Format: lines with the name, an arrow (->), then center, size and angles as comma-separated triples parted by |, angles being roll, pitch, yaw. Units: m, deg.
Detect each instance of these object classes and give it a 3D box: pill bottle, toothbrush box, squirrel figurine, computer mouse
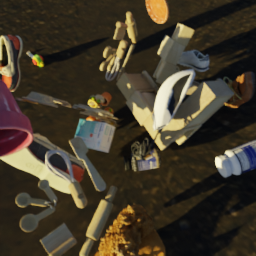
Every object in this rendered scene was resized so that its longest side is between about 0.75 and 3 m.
pill bottle -> 0.383, 0.907, 7.778 | 0.973, 0.544, 0.544 | -10, 61, -4
toothbrush box -> -0.960, 0.216, 7.845 | 1.035, 0.441, 0.758 | 10, 80, 36
squirrel figurine -> -0.223, 2.575, 5.998 | 1.736, 1.860, 1.316 | -29, 53, -23
computer mouse -> 0.720, -0.360, 6.217 | 0.506, 1.266, 2.308 | 29, 87, -2
pill bottle -> 2.885, 0.811, 7.171 | 1.154, 0.668, 0.668 | -20, 62, -5

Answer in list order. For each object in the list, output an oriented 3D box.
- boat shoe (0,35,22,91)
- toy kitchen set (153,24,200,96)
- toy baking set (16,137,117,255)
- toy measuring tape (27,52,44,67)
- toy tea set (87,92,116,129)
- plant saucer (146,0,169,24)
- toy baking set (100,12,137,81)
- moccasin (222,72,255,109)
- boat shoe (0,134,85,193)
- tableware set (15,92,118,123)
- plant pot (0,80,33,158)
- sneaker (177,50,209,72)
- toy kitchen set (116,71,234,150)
boat shoe -> -3.653, -1.928, 8.518 | 0.633, 1.777, 0.556 | 28, 27, 19
toy kitchen set -> 1.593, -1.896, 7.822 | 1.396, 1.547, 1.262 | 20, 22, -13
toy baking set -> -1.049, 1.257, 5.210 | 1.658, 0.251, 2.161 | 32, 64, -4
toy measuring tape -> -3.343, -2.530, 10.032 | 0.366, 0.366, 0.994 | -40, 68, -20
toy tea set -> -0.864, -0.406, 8.187 | 0.895, 1.505, 0.557 | 18, 50, 20
plant saucer -> 0.739, -2.999, 6.933 | 0.128, 0.796, 0.796 | -33, 66, -20
toy baking set -> -0.263, -2.274, 8.252 | 0.264, 2.271, 1.743 | 33, 88, 13
moccasin -> 3.111, -1.086, 8.155 | 0.765, 1.982, 0.725 | 4, 83, 3
boat shoe -> -2.346, 0.626, 7.193 | 2.788, 0.992, 0.872 | 36, 41, -16
tableware set -> -1.506, -0.521, 7.343 | 2.599, 2.171, 0.302 | 15, 91, 2
plant pot -> -2.877, -0.228, 5.804 | 1.512, 1.512, 1.353 | -18, 72, -10
sneaker -> 1.806, -2.031, 8.057 | 1.190, 0.479, 0.455 | 28, 56, 34
toy kitchen set -> 1.373, -1.042, 7.527 | 1.895, 2.096, 2.323 | -12, 61, -44
